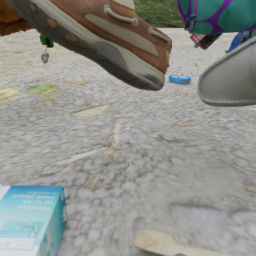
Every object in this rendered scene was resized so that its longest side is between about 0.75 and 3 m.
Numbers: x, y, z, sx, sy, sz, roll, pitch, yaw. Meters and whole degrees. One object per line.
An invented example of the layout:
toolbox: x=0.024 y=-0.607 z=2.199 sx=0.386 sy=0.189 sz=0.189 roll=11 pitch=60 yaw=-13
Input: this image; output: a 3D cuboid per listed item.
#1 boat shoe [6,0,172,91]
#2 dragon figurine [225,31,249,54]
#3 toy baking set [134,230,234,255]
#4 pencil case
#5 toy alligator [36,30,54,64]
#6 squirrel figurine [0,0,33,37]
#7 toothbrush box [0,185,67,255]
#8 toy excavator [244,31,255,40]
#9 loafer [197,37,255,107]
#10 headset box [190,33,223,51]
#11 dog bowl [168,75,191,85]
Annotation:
boat shoe: x=-0.449 y=-1.577 z=4.111 sx=2.951 sy=1.059 sz=1.117 roll=26 pitch=-1 yaw=-39
dragon figurine: x=3.265 y=-2.697 z=7.664 sx=0.829 sy=1.400 sz=2.816 roll=24 pitch=59 yaw=24
toy baking set: x=0.893 y=1.735 z=2.565 sx=1.876 sy=0.284 sz=2.444 roll=-7 pitch=29 yaw=-5
pencil case: x=2.304 y=-2.324 z=4.794 sx=2.818 sy=1.199 sz=1.302 roll=-5 pitch=-13 yaw=2
toy alligator: x=-2.703 y=-3.343 z=9.452 sx=0.764 sy=2.306 sz=0.554 roll=10 pitch=14 yaw=42
squirrel figurine: x=-3.264 y=-2.947 z=7.037 sx=2.253 sy=1.709 sz=2.414 roll=-43 pitch=-6 yaw=-9
toothbrush box: x=-1.436 y=1.355 z=3.316 sx=1.087 sy=0.634 sz=1.485 roll=1 pitch=25 yaw=2
toy excavator: x=2.627 y=-2.343 z=5.882 sx=1.237 sy=1.272 sz=0.635 roll=-6 pitch=-1 yaw=23
loafer: x=2.050 y=-0.911 z=3.590 sx=1.000 sy=1.002 sz=2.865 roll=-12 pitch=-7 yaw=-44
headset box: x=2.346 y=-2.778 z=8.287 sx=0.746 sy=1.002 sz=0.387 roll=1 pitch=50 yaw=-56
dog bowl: x=2.135 y=-2.004 z=11.642 sx=0.967 sy=0.240 sz=0.539 roll=15 pitch=28 yaw=31
